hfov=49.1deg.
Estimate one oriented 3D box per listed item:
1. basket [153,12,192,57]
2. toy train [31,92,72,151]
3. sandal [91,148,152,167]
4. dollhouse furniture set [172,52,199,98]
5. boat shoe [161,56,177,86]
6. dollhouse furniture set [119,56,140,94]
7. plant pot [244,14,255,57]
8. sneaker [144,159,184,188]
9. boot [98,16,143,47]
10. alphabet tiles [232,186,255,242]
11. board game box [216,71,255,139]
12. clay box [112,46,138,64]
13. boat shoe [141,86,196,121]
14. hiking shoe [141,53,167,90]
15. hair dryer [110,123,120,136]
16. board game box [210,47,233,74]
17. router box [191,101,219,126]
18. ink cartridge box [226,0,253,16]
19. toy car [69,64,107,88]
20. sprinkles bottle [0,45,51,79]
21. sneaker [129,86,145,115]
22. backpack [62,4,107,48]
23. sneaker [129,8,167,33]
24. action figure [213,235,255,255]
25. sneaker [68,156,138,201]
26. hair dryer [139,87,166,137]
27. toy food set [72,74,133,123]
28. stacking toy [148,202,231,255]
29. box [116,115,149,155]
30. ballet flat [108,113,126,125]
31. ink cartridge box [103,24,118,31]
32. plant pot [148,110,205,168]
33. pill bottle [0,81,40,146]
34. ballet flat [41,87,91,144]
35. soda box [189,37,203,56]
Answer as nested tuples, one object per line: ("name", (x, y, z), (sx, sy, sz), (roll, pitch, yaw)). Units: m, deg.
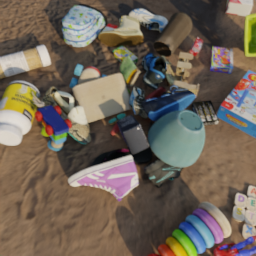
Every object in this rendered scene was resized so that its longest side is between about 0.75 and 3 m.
("basket", (2.124, -4.453, 13.663), (1.219, 1.616, 1.792), (36, 72, -2))
("toy train", (-3.084, -0.237, 10.613), (0.944, 1.290, 2.230), (-22, 56, -36))
("sandal", (-0.250, 1.043, 10.137), (2.263, 0.542, 0.851), (-14, 53, -6))
("dollhouse furniture set", (2.561, -2.203, 12.048), (1.029, 1.358, 1.549), (11, 68, 9))
("boat shoe", (1.821, -2.600, 12.642), (0.453, 0.530, 1.445), (-16, 82, 4))
("dollhouse furniture set", (-0.337, -2.043, 11.636), (0.816, 1.626, 1.065), (-11, 56, -38))
("plant pot", (6.315, -4.327, 13.001), (1.840, 1.849, 1.678), (0, 16, 18))
("sneaker", (1.596, 1.309, 9.962), (2.224, 0.838, 0.881), (-26, 85, -22))
("boot", (-0.425, -5.037, 14.461), (2.262, 0.815, 1.749), (-2, 54, -8))
("alphabet tiles", (4.392, 2.848, 9.097), (1.904, 0.139, 1.862), (17, 55, 13))
("board game box", (5.449, -0.829, 11.401), (2.673, 0.747, 2.617), (33, 61, 22))
("clay box", (-0.165, -3.478, 13.634), (0.684, 0.283, 1.190), (-33, 61, -21))
("boat shoe", (1.631, -1.116, 10.815), (2.638, 1.110, 0.905), (-17, 57, -44))
("hiking shoe", (1.261, -2.694, 12.262), (0.959, 1.118, 2.578), (29, 34, -24))
("hair dryer", (-0.175, 0.067, 11.032), (1.132, 0.308, 0.863), (-13, 56, -8))
("board game box", (4.486, -3.268, 13.459), (0.977, 0.325, 1.452), (9, 54, 7))
("router box", (3.157, -0.614, 11.540), (0.822, 0.281, 1.102), (-6, 54, -4))
("ink cartridge box", (6.415, -7.312, 16.155), (1.295, 0.744, 1.785), (12, 55, 8))
("toy car", (-1.638, -2.222, 12.180), (1.369, 1.314, 1.486), (20, 34, -11))
("sprinkles bottle", (-5.040, -2.975, 12.839), (2.787, 0.951, 0.951), (-21, 56, -15))
("sneaker", (0.357, -0.967, 11.046), (0.580, 0.665, 1.479), (20, 40, -17))
("backpack", (-2.376, -5.163, 14.165), (1.962, 1.849, 2.405), (23, 71, 8))
("sneaker", (0.970, -5.728, 14.992), (2.320, 0.834, 0.841), (25, 70, 22))
("action figure", (3.235, 3.679, 8.289), (1.963, 0.507, 0.642), (-16, 50, -6))
("sneaker", (-0.818, 1.890, 9.362), (2.365, 0.857, 1.349), (-18, 82, 10))
("hair dryer", (1.444, -0.556, 11.417), (2.133, 0.761, 2.801), (3, 56, -20))
("toy food set", (-1.015, -1.183, 11.472), (2.175, 0.657, 1.561), (-18, 87, -7))
("stacking toy", (1.583, 3.411, 8.123), (2.812, 1.200, 1.200), (-32, 60, -17))
("box", (0.143, 0.217, 10.143), (0.672, 0.953, 1.288), (-25, 21, -4))
("ballet flat", (-0.420, -0.351, 11.092), (0.766, 0.241, 0.263), (-24, 68, 7))
("ink cartridge box", (-0.993, -4.992, 14.707), (0.600, 0.347, 1.032), (21, 56, 15))
("plant pot", (1.848, 0.166, 9.654), (1.989, 1.339, 1.989), (12, 48, -14))
("pill bottle", (-4.335, -0.564, 10.847), (1.336, 1.336, 2.385), (2, 54, 1))
("ballet flat", (-2.356, -0.655, 10.976), (2.975, 1.120, 1.009), (42, 24, 27))
("soda box", (3.340, -3.973, 13.709), (0.361, 0.399, 1.138), (33, 45, -4))
